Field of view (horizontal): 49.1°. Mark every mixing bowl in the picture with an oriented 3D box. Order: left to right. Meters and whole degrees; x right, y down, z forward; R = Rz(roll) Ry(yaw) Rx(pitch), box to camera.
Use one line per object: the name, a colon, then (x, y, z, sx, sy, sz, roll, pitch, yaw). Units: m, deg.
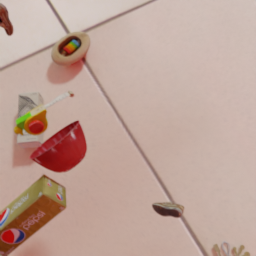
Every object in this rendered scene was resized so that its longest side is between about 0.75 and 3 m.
mixing bowl: (-1.670, 0.602, 7.318, 1.569, 1.569, 0.850, -39, 106, -13)

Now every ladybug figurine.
ladybug figurine: (-2.352, -3.273, 11.786, 1.907, 0.686, 1.294, -42, 73, -13)

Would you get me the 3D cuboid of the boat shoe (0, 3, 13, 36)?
boat shoe: (-3.431, -2.914, 7.649, 0.365, 0.965, 0.346, 35, 61, 20)

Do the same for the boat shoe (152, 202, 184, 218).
boat shoe: (1.179, 2.361, 8.204, 1.043, 0.395, 0.374, 2, 25, 40)

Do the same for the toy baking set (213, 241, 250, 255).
toy baking set: (3.435, 4.336, 9.244, 1.321, 0.154, 1.014, 10, 67, 4)

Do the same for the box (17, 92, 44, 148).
box: (-3.703, -0.306, 10.676, 0.838, 0.697, 2.040, -7, 70, -2)

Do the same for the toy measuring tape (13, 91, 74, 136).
toy measuring tape: (-2.391, -0.333, 8.243, 2.021, 0.743, 0.743, -32, 73, -8)

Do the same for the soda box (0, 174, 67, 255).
soda box: (-2.583, 2.201, 6.980, 2.242, 0.759, 0.718, -40, 33, 11)
